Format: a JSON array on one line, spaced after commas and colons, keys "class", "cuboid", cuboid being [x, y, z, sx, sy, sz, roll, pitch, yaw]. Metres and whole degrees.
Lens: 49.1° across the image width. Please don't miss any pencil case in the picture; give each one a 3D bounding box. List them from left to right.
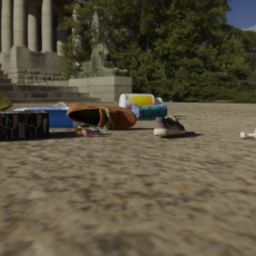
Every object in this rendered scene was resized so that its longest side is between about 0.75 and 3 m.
[{"class": "pencil case", "cuboid": [1.119, -0.875, 15.183, 2.000, 0.851, 0.924, -3, 33, -28]}]

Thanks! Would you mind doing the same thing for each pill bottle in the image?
[{"class": "pill bottle", "cuboid": [0.782, -1.365, 17.266, 2.504, 1.368, 1.368, -1, 6, -12]}]

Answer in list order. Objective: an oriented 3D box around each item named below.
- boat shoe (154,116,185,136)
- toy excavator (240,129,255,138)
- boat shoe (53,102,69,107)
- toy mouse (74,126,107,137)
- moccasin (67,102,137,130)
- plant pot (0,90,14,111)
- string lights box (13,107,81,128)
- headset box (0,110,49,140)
[{"class": "boat shoe", "cuboid": [1.396, -0.090, 9.175, 0.696, 0.627, 1.934, 0, 3, 32]}, {"class": "toy excavator", "cuboid": [3.851, 0.199, 8.303, 0.782, 0.401, 0.804, -1, -7, -1]}, {"class": "boat shoe", "cuboid": [-3.210, -0.844, 14.563, 0.951, 1.003, 2.648, -1, 8, -27]}, {"class": "toy mouse", "cuboid": [-1.209, 0.129, 9.132, 1.090, 0.237, 1.226, 0, 7, 2]}, {"class": "moccasin", "cuboid": [-0.971, -0.428, 10.509, 2.605, 0.953, 1.005, 13, 23, -6]}, {"class": "plant pot", "cuboid": [-6.186, -1.173, 11.815, 2.087, 1.482, 2.087, -25, 7, 3]}, {"class": "string lights box", "cuboid": [-3.285, -0.454, 11.659, 2.620, 0.773, 1.346, -2, 9, -10]}, {"class": "headset box", "cuboid": [-3.708, -0.117, 8.712, 2.137, 0.825, 1.590, -2, 7, -29]}]
